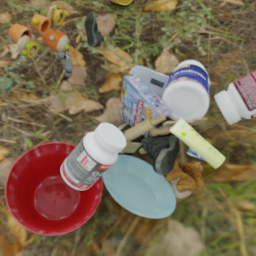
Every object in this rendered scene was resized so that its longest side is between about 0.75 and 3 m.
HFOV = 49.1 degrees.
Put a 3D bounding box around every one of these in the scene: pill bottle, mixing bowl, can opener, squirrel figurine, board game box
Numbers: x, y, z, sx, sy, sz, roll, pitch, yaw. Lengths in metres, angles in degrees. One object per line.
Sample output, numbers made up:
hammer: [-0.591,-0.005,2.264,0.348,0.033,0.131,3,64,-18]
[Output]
pill bottle: [3.810,-1.032,8.383,2.152,1.229,1.229,-29,60,22]
pill bottle: [-0.872,0.718,7.010,0.979,1.690,0.979,32,29,-20]
mixing bowl: [-2.117,1.898,8.307,2.630,1.424,2.630,5,61,-9]
pill bottle: [1.850,-1.225,8.719,1.320,1.320,2.280,14,34,8]
can opener: [-2.137,-2.154,9.376,0.470,0.375,1.407,4,35,-17]
squirrel figurine: [1.694,1.529,9.014,1.418,1.004,1.324,-10,51,-18]
board game box: [0.467,-0.473,8.250,0.514,1.666,1.665,-23,48,-36]

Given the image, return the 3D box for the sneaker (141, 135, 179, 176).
sneaker: [0.765,0.737,7.655,1.029,0.687,1.796,-4,23,22]

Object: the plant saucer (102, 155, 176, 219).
plant saucer: [0.241,1.741,8.061,2.377,0.458,2.377,23,27,-13]

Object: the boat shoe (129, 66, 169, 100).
boat shoe: [1.386,-1.507,10.492,2.808,0.918,1.033,32,99,5]

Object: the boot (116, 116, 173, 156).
boot: [0.592,0.303,9.032,1.889,1.058,2.731,10,57,39]

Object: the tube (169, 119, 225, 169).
tube: [1.781,0.405,7.198,1.515,0.440,0.393,42,105,9]

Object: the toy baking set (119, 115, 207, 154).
toy baking set: [0.901,0.135,8.215,2.591,1.989,0.301,-32,62,29]

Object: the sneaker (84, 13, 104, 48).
sneaker: [-1.242,-3.571,10.353,0.473,0.709,1.237,-7,92,24]

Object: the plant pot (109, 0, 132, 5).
plant pot: [-0.629,-6.616,13.049,1.199,1.689,1.689,17,60,37]

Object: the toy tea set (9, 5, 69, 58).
toy tea set: [-2.970,-3.217,10.091,1.050,1.687,2.837,31,45,7]

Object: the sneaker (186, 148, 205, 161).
sneaker: [2.420,0.889,9.494,0.848,0.314,0.349,22,87,10]
